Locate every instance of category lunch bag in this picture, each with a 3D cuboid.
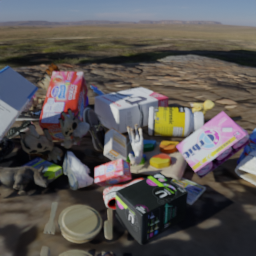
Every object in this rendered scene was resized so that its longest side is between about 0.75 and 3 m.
[{"bbox_3d":[5.205,0.968,9.389,2.362,1.111,1.778,27,32,29],"label":"lunch bag"}]

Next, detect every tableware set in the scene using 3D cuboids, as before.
[{"bbox_3d":[-1.129,2.673,6.151,1.525,0.462,2.308,9,29,-9],"label":"tableware set"}]

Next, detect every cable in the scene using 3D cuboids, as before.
[{"bbox_3d":[-5.255,0.821,10.294,2.118,0.538,1.728,-9,21,-14],"label":"cable"}]

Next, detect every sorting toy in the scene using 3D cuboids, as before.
[{"bbox_3d":[0.881,0.948,9.823,2.378,0.434,2.201,7,25,22],"label":"sorting toy"}]

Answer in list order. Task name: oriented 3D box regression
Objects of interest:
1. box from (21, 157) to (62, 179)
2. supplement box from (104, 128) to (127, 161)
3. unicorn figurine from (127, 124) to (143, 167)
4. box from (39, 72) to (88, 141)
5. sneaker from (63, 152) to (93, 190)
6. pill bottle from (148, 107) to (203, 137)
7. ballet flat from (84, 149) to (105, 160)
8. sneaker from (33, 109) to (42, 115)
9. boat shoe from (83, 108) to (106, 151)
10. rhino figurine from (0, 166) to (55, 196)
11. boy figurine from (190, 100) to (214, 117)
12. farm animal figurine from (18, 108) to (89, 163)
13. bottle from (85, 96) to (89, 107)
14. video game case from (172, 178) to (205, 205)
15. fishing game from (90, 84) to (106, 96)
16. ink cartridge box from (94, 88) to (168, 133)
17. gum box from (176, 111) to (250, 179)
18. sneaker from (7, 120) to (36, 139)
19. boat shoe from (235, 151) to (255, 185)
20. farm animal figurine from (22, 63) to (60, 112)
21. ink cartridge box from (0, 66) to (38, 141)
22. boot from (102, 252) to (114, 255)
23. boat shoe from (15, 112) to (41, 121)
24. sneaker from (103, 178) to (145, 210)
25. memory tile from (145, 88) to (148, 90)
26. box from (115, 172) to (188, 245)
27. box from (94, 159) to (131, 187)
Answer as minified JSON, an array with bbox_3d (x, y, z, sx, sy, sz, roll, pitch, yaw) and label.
[{"bbox_3d":[-2.892,1.379,9.153,1.302,0.310,0.794,16,30,30],"label":"box"},{"bbox_3d":[-0.423,0.594,9.314,0.680,0.397,1.079,37,29,-26],"label":"supplement box"},{"bbox_3d":[0.244,0.557,9.342,0.629,1.170,1.704,-4,12,12],"label":"unicorn figurine"},{"bbox_3d":[-2.583,-0.928,11.590,1.360,1.302,2.728,2,58,3],"label":"box"},{"bbox_3d":[-1.630,1.344,8.908,0.702,0.601,1.612,2,35,-32],"label":"sneaker"},{"bbox_3d":[1.951,-0.238,11.646,2.173,1.209,1.209,2,24,5],"label":"pill bottle"},{"bbox_3d":[-1.212,0.963,10.151,0.837,0.282,0.194,13,-8,16],"label":"ballet flat"},{"bbox_3d":[-4.316,-0.727,13.675,1.125,0.438,0.394,-2,24,-5],"label":"sneaker"},{"bbox_3d":[-1.121,0.071,10.234,0.519,1.745,0.627,5,30,42],"label":"boat shoe"},{"bbox_3d":[-3.141,1.490,8.194,1.948,0.582,0.852,-2,45,-11],"label":"rhino figurine"},{"bbox_3d":[3.170,-0.809,12.759,1.498,0.931,0.483,-31,31,21],"label":"boy figurine"},{"bbox_3d":[-2.302,0.443,9.423,2.282,1.843,1.147,-22,62,-16],"label":"farm animal figurine"},{"bbox_3d":[-3.028,-1.200,14.039,0.764,0.978,2.340,1,20,39],"label":"bottle"},{"bbox_3d":[1.654,1.843,8.372,1.005,0.111,0.914,18,30,35],"label":"video game case"},{"bbox_3d":[-1.406,-1.663,14.807,1.594,0.346,2.226,36,10,-22],"label":"fishing game"},{"bbox_3d":[0.124,-0.900,13.125,2.853,1.203,2.065,-16,29,-32],"label":"ink cartridge box"},{"bbox_3d":[2.568,0.482,8.444,1.900,0.628,1.078,-38,49,7],"label":"gum box"},{"bbox_3d":[-4.332,0.166,11.316,1.311,0.520,0.485,-22,54,13],"label":"sneaker"},{"bbox_3d":[4.288,1.709,7.796,1.047,1.063,2.998,-35,37,-11],"label":"boat shoe"},{"bbox_3d":[-3.956,-1.583,13.020,2.553,1.284,2.062,-52,15,-23],"label":"farm animal figurine"},{"bbox_3d":[-4.296,-0.209,8.660,1.234,2.914,2.106,38,19,-18],"label":"ink cartridge box"},{"bbox_3d":[-0.607,3.135,4.668,0.992,0.765,2.047,25,46,29],"label":"boot"},{"bbox_3d":[-4.698,-0.564,13.182,1.310,0.395,0.484,-2,8,-18],"label":"boat shoe"},{"bbox_3d":[0.050,1.865,7.791,1.475,0.493,0.791,-8,21,-5],"label":"sneaker"},{"bbox_3d":[0.870,-2.242,17.456,0.975,0.107,1.272,-2,24,-5],"label":"memory tile"},{"bbox_3d":[0.574,1.965,7.086,1.497,0.931,1.112,-16,29,-32],"label":"box"},{"bbox_3d":[-0.460,1.340,8.274,1.010,0.478,0.518,-23,54,24],"label":"box"}]
